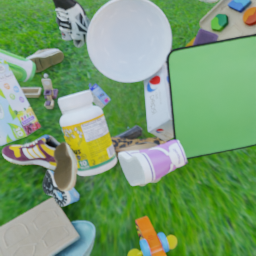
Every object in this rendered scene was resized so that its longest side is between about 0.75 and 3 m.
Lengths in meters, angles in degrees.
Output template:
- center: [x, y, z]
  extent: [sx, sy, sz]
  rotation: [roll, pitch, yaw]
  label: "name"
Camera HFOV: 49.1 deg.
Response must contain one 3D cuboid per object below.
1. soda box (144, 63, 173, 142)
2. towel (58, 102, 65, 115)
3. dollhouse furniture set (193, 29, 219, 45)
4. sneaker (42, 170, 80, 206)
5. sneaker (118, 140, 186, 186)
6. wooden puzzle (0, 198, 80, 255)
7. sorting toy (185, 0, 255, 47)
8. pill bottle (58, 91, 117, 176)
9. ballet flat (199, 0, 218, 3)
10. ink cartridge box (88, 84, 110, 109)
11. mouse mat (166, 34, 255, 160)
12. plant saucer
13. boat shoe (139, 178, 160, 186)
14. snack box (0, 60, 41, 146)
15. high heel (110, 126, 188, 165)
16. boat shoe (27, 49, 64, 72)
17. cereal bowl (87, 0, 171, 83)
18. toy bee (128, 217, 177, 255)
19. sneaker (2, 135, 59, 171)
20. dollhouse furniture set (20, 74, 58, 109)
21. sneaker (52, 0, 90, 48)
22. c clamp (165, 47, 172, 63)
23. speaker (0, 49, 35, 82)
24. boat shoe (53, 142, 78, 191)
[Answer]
- center: [1.153, -0.943, 9.203]
  extent: [0.839, 0.898, 2.635]
  rotation: [28, 44, -34]
  label: "soda box"
- center: [-2.389, -0.815, 11.406]
  extent: [0.705, 0.183, 1.063]
  rotation: [-18, 50, -18]
  label: "towel"
- center: [2.558, -1.595, 7.381]
  extent: [1.723, 1.365, 1.223]
  rotation: [33, 25, 28]
  label: "dollhouse furniture set"
- center: [-2.096, 1.879, 8.732]
  extent: [0.741, 0.646, 1.649]
  rotation: [11, 17, -47]
  label: "sneaker"
- center: [0.538, 0.714, 5.972]
  extent: [1.188, 2.083, 0.755]
  rotation: [-21, 93, -17]
  label: "sneaker"
- center: [-2.487, 2.959, 7.550]
  extent: [1.860, 0.465, 2.008]
  rotation: [-27, 34, -25]
  label: "wooden puzzle"
- center: [3.174, -3.189, 9.185]
  extent: [0.363, 2.710, 2.019]
  rotation: [13, 43, -49]
  label: "sorting toy"
- center: [-1.120, 0.116, 7.448]
  extent: [1.168, 2.070, 1.168]
  rotation: [-15, 11, 3]
  label: "pill bottle"
- center: [2.425, -5.176, 10.334]
  extent: [1.964, 0.682, 0.682]
  rotation: [40, 57, 11]
  label: "ballet flat"
- center: [-1.032, -1.072, 9.225]
  extent: [0.850, 0.580, 0.324]
  rotation: [46, 68, -6]
  label: "ink cartridge box"
- center: [2.147, -0.619, 6.693]
  extent: [2.328, 2.894, 0.109]
  rotation: [-11, 25, -2]
  label: "mouse mat"
- center: [-1.909, 3.209, 6.682]
  extent: [2.647, 0.476, 2.647]
  rotation: [-22, 8, 3]
  label: "plant saucer"
- center: [0.497, 1.155, 6.641]
  extent: [0.308, 0.841, 0.263]
  rotation: [44, 52, -9]
  label: "boat shoe"
- center: [-3.824, -0.374, 7.268]
  extent: [2.642, 1.879, 0.700]
  rotation: [-17, 17, 24]
  label: "snack box"
- center: [0.410, 0.920, 9.182]
  extent: [1.927, 0.965, 2.704]
  rotation: [-29, 40, -31]
  label: "high heel"
- center: [-4.130, -3.226, 13.283]
  extent: [2.085, 0.779, 0.713]
  rotation: [-26, 48, -33]
  label: "boat shoe"
- center: [0.007, -2.848, 9.011]
  extent: [2.617, 2.617, 1.090]
  rotation: [-4, 30, -3]
  label: "cereal bowl"
- center: [0.645, 3.311, 7.189]
  extent: [1.316, 1.093, 2.011]
  rotation: [-5, 22, 5]
  label: "toy bee"
- center: [-3.000, 0.670, 9.284]
  extent: [2.359, 1.063, 0.884]
  rotation: [9, 22, 2]
  label: "sneaker"
- center: [-3.826, -1.549, 11.438]
  extent: [1.564, 1.110, 1.240]
  rotation: [0, 47, 0]
  label: "dollhouse furniture set"
- center: [-2.047, -3.719, 9.899]
  extent: [0.950, 2.564, 1.135]
  rotation: [30, 85, 25]
  label: "sneaker"
- center: [1.395, -3.092, 10.448]
  extent: [0.239, 1.507, 1.764]
  rotation: [-12, 79, 30]
  label: "c clamp"
- center: [-3.647, -1.899, 8.171]
  extent: [1.720, 0.761, 0.761]
  rotation: [16, 32, -43]
  label: "speaker"
- center: [-1.355, 0.911, 6.349]
  extent: [0.548, 0.494, 1.520]
  rotation: [-38, 34, 5]
  label: "boat shoe"
